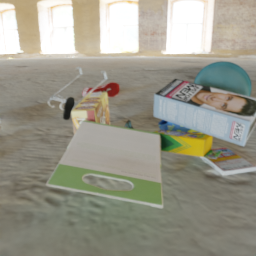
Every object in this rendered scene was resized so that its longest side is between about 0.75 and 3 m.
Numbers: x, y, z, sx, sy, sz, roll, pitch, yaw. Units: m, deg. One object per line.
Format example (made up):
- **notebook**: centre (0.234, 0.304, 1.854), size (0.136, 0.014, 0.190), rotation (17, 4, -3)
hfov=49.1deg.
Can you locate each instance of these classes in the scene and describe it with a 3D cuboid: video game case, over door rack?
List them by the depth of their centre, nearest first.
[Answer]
- **video game case**: centre (2.690, 0.898, 7.831), size (1.017, 0.124, 1.423), rotation (-5, 19, -15)
- **over door rack**: centre (-2.318, -1.716, 13.333), size (1.905, 0.859, 2.578), rotation (16, 59, 34)

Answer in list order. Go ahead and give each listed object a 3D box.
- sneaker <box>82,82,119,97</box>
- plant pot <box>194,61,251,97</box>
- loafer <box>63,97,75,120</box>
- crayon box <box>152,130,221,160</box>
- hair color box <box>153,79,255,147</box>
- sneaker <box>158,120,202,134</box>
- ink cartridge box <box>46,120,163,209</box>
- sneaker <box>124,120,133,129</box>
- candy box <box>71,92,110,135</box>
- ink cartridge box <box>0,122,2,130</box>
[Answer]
- **sneaker**: centre (-1.652, -2.204, 16.092), size (1.331, 0.903, 2.305), rotation (17, 23, 38)
- **plant pot**: centre (3.549, -1.145, 10.969), size (2.346, 2.346, 2.204), rotation (7, 31, 21)
- **loafer**: centre (-2.495, -0.844, 11.539), size (0.388, 1.062, 0.379), rotation (10, 30, -26)
- **crayon box**: centre (1.612, 0.412, 7.875), size (1.884, 0.486, 1.184), rotation (7, 8, 25)
- **hair color box**: centre (2.224, -0.543, 8.025), size (2.709, 0.821, 1.341), rotation (21, 40, 29)
- **sneaker**: centre (1.758, -0.150, 8.820), size (1.783, 0.936, 0.675), rotation (-23, 35, 17)
- **ink cartridge box**: centre (-0.334, 0.814, 6.129), size (2.107, 0.694, 2.896), rotation (11, 27, 0)
- **sneaker**: centre (0.127, 0.089, 8.698), size (0.384, 0.804, 0.319), rotation (11, 44, 22)
- **candy box**: centre (-1.083, -0.168, 8.858), size (0.704, 1.469, 2.546), rotation (-3, 18, 5)
- **ink cartridge box**: centre (-5.842, -0.445, 10.700), size (1.533, 0.899, 2.093), rotation (-11, 20, -30)
